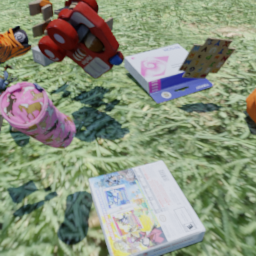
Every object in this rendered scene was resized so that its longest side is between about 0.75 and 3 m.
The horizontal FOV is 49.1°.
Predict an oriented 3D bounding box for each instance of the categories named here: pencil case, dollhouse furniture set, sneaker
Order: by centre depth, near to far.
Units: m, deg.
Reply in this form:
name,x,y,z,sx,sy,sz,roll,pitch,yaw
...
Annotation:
name,x,y,z,sx,sy,sz,roll,pitch,yaw
pencil case,-1.500,-0.145,4.985,0.761,1.839,0.796,15,76,9
dollhouse furniture set,-2.872,-0.295,5.735,1.078,0.745,1.141,-8,43,-46
sneaker,-3.617,-2.531,7.914,1.461,1.012,2.608,-29,9,-13
dollhouse furniture set,-1.762,-3.901,9.291,2.756,2.726,1.420,24,46,17

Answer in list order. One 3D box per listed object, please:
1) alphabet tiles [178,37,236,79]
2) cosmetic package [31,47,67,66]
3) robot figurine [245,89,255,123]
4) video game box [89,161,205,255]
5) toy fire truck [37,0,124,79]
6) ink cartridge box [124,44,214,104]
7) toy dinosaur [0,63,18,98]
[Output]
name,x,y,z,sx,sy,sz,roll,pitch,yaw
alphabet tiles,2.620,-2.278,9.419,1.545,1.857,0.059,1,60,-17
cosmetic package,-3.811,-3.805,13.981,0.925,0.781,1.732,26,42,29
robot figurine,4.804,-0.504,9.359,1.247,1.538,2.138,-20,40,3
video game box,0.333,1.954,6.812,2.119,0.544,2.326,-10,39,-16
toy fire truck,-1.179,-2.407,7.949,2.514,2.111,1.409,-12,47,60
ink cartridge box,1.740,-2.471,12.086,2.880,0.635,2.934,-19,48,-21
toy dinosaur,-5.301,-1.851,11.717,1.097,2.089,1.896,12,61,-29
